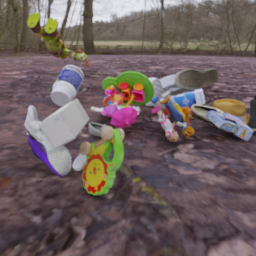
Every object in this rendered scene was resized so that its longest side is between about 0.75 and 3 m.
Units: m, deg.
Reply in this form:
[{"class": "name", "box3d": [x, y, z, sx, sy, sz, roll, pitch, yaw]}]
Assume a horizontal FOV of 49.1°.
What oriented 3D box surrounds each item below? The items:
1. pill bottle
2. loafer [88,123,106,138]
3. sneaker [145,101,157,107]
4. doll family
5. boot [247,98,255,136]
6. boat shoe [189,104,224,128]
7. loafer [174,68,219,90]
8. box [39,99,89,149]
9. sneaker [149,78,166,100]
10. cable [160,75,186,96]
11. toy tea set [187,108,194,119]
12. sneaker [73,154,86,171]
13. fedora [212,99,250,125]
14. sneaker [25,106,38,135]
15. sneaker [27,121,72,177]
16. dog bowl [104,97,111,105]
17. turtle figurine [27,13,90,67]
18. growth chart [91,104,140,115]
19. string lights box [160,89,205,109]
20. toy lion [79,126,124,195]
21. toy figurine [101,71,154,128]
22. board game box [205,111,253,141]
[{"class": "pill bottle", "box3d": [-2.665, -1.832, 12.235, 1.045, 1.045, 1.806, 3, 46, 10]}, {"class": "loafer", "box3d": [-0.706, 0.101, 8.336, 1.091, 0.381, 0.381, 13, 45, 18]}, {"class": "sneaker", "box3d": [0.940, -1.064, 12.244, 0.834, 0.295, 0.305, 35, 28, 27]}, {"class": "doll family", "box3d": [1.442, -0.356, 8.472, 0.969, 1.334, 2.149, -32, 13, 14]}, {"class": "boot", "box3d": [4.366, -0.557, 9.051, 0.642, 1.146, 1.656, 8, 25, 38]}, {"class": "boat shoe", "box3d": [2.829, -0.410, 9.284, 1.587, 0.565, 0.496, 17, -21, 8]}, {"class": "loafer", "box3d": [2.762, -1.973, 11.644, 2.343, 0.886, 0.800, -9, -2, -31]}, {"class": "box", "box3d": [-1.203, -0.124, 5.512, 0.474, 0.570, 1.386, -28, 11, 10]}, {"class": "sneaker", "box3d": [0.671, -1.707, 12.096, 1.504, 0.959, 2.603, 18, 2, 16]}, {"class": "cable", "box3d": [2.146, -2.047, 13.658, 1.661, 0.575, 1.661, -18, -15, 37]}, {"class": "toy tea set", "box3d": [2.204, -0.552, 10.592, 0.547, 0.341, 0.920, -1, 18, -4]}, {"class": "sneaker", "box3d": [-0.955, 0.814, 6.223, 0.303, 0.475, 0.823, -6, 25, 15]}, {"class": "fedora", "box3d": [3.616, -0.615, 10.120, 1.765, 0.720, 1.765, 2, 20, -1]}, {"class": "sneaker", "box3d": [-2.782, -0.181, 7.998, 0.375, 0.932, 0.356, 2, 25, 2]}, {"class": "sneaker", "box3d": [-1.843, 0.571, 6.467, 0.509, 0.728, 1.463, -24, 70, -42]}, {"class": "dog bowl", "box3d": [-0.728, -1.336, 11.792, 0.189, 0.761, 0.424, 15, -8, 44]}, {"class": "turtle figurine", "box3d": [-1.784, -2.031, 6.599, 1.804, 0.581, 1.455, 36, -7, 19]}, {"class": "growth chart", "box3d": [-0.369, -0.693, 10.806, 1.721, 0.211, 2.378, 8, 11, 13]}, {"class": "string lights box", "box3d": [2.055, -1.024, 10.900, 1.746, 0.515, 0.897, -13, 9, 17]}, {"class": "toy lion", "box3d": [-0.500, 0.686, 5.359, 0.397, 1.110, 1.158, 14, -36, -42]}, {"class": "toy figurine", "box3d": [-0.253, -0.780, 9.005, 1.870, 1.404, 1.721, 9, 48, 15]}, {"class": "board game box", "box3d": [3.100, -0.094, 8.375, 1.163, 0.359, 1.163, 17, 21, -23]}]
